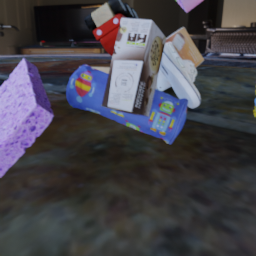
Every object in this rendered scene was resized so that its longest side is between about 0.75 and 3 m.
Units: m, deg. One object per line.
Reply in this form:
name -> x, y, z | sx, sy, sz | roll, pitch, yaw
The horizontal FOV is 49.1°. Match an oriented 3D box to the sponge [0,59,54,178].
sponge -> -2.258, -0.303, 5.384 | 0.422, 1.578, 2.829 | 40, 6, -34

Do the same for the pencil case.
pencil case -> -0.043, -0.603, 6.968 | 2.979, 1.162, 1.294 | 21, -15, 9

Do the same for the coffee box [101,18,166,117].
coffee box -> 0.146, -1.168, 5.733 | 0.704, 1.764, 0.997 | 13, 1, 24

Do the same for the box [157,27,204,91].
box -> 1.678, -2.616, 10.726 | 2.040, 1.553, 1.085 | -43, 13, -36

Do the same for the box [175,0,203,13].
box -> 0.984, -2.452, 4.346 | 0.856, 0.470, 0.973 | -34, 52, 15

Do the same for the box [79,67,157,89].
box -> -0.320, -1.357, 9.548 | 2.601, 1.235, 1.011 | 1, -6, 4

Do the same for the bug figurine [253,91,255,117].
bug figurine -> 4.047, -1.132, 7.460 | 1.881, 0.484, 1.458 | -36, 26, 30

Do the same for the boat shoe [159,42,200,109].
boat shoe -> 1.675, -1.762, 8.758 | 0.912, 0.926, 2.612 | -26, 57, -3

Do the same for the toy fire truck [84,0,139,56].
toy fire truck -> -0.151, -1.997, 7.251 | 1.299, 2.018, 1.777 | -27, 0, 20
